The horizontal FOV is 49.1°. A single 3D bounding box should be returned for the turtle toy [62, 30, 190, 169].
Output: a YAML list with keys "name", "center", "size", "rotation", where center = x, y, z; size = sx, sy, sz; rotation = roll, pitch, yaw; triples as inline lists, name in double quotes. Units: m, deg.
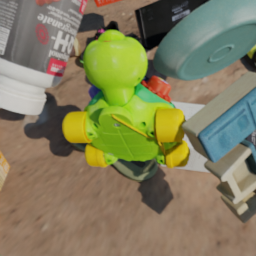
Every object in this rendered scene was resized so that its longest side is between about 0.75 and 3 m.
- name: "turtle toy"
  center: [0.008, -0.299, 4.668]
  size: [1.964, 2.694, 1.362]
  rotation: [-1, 59, 14]

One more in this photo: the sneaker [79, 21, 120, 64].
- name: "sneaker"
  center: [-1.049, -3.119, 10.204]
  size: [0.920, 1.004, 2.397]
  rotation: [19, 54, 15]

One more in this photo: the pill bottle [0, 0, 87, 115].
- name: "pill bottle"
  center: [-1.960, -1.789, 5.771]
  size: [1.574, 2.843, 1.574]
  rotation: [20, 11, -4]

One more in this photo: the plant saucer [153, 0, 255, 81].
- name: "plant saucer"
  center: [1.947, -1.818, 6.209]
  size: [2.839, 2.839, 0.510]
  rotation: [-19, 74, -15]

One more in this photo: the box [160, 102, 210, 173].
- name: "box"
  center: [1.925, 0.268, 7.458]
  size: [1.977, 1.051, 1.505]
  rotation: [8, 52, 6]

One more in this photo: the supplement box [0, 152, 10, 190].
- name: "supplement box"
  center: [-3.515, 1.356, 6.547]
  size: [0.659, 1.129, 1.792]
  rotation: [5, 52, 2]

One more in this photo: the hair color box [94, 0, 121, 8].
- name: "hair color box"
  center: [-0.280, -4.549, 8.878]
  size: [1.713, 0.548, 0.950]
  rotation: [-11, 60, 14]

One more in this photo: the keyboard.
- name: "keyboard"
  center: [1.268, -3.180, 7.285]
  size: [2.521, 1.514, 0.323]
  rotation: [-31, 39, -20]

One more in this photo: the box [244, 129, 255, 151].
- name: "box"
  center: [4.175, 0.475, 7.638]
  size: [2.240, 0.561, 2.257]
  rotation: [13, 53, 11]

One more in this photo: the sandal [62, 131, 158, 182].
- name: "sandal"
  center: [-0.482, 0.317, 7.551]
  size: [2.981, 0.851, 1.184]
  rotation: [27, 56, 20]

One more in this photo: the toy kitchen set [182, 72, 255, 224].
- name: "toy kitchen set"
  center: [2.051, 0.623, 3.717]
  size: [1.269, 2.154, 1.725]
  rotation: [-39, 33, -6]

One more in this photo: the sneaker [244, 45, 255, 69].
- name: "sneaker"
  center: [5.001, -2.366, 9.614]
  size: [0.983, 0.996, 2.607]
  rotation: [-19, 53, -13]

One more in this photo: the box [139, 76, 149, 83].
- name: "box"
  center: [0.270, -1.114, 8.677]
  size: [1.442, 0.881, 0.765]
  rotation: [37, 60, 26]

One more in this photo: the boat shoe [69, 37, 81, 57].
- name: "boat shoe"
  center: [-2.584, -3.461, 10.632]
  size: [0.833, 0.835, 2.314]
  rotation: [-23, 61, -19]
